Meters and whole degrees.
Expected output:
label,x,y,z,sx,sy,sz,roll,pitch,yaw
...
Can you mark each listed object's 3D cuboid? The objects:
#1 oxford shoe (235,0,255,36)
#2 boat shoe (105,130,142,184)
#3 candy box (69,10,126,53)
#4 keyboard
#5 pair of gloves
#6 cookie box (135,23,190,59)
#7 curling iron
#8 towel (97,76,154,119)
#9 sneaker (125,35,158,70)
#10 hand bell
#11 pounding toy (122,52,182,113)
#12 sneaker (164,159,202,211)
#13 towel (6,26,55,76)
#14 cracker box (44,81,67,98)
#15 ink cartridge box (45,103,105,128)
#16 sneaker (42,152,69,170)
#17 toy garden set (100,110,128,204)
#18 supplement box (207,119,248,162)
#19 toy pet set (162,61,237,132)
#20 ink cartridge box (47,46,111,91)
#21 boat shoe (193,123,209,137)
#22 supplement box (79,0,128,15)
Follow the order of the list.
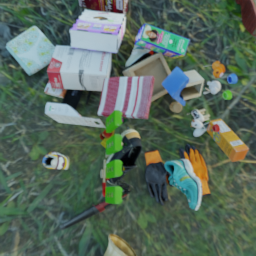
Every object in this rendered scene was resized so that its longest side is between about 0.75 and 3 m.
label,x,y,z,sx,sy,sz,roll,pitch,yaw
oxford shoe,5.687,-5.438,12.511,1.111,1.047,2.972,-5,72,-7
boat shoe,-0.161,1.167,9.547,0.903,2.419,0.753,-1,41,-33
candy box,-1.178,-4.058,11.638,1.887,0.805,2.249,8,42,3
keyboard,-1.997,-1.397,11.546,1.156,0.187,1.819,15,72,11
pair of gloves,1.782,1.694,10.412,2.342,0.290,2.086,-10,71,-3
cookie box,1.264,-3.297,10.807,1.766,1.511,0.664,16,98,-8
curling iron,-1.133,2.747,9.937,2.877,0.368,0.713,-31,116,-6
towel,-0.114,-0.966,8.706,1.838,0.209,1.324,4,80,32
sneaker,0.554,-3.318,11.960,1.098,0.827,2.349,38,73,25
hand bell,-0.821,4.753,9.138,1.157,1.157,2.221,36,87,12
pounding toy,1.301,-1.681,11.213,2.107,1.097,2.398,-31,103,-10
sneaker,1.699,1.753,8.771,0.829,0.806,2.081,4,28,-14
towel,-4.115,-3.346,12.072,1.647,0.463,1.924,-39,75,-11
cracker box,-2.975,-1.591,11.579,0.808,0.233,0.541,15,71,6
ink cartridge box,-1.773,-0.422,9.864,1.855,1.493,0.465,5,80,4
sneaker,-2.399,0.984,8.638,0.636,1.412,0.529,14,79,-41
toy garden set,-0.433,0.979,8.688,0.515,2.152,2.582,3,77,-17
supplement box,3.575,0.420,10.220,0.585,0.566,1.702,-10,42,-16
toy pet set,2.178,-1.160,9.380,1.248,2.350,2.194,-15,46,-16
ink cartridge box,-1.869,-2.386,11.253,2.283,0.946,1.676,4,52,1
boat shoe,2.917,0.020,10.991,0.847,0.283,0.312,-38,75,-12
supplement box,-1.144,-5.816,12.540,2.206,1.200,0.672,19,70,7
